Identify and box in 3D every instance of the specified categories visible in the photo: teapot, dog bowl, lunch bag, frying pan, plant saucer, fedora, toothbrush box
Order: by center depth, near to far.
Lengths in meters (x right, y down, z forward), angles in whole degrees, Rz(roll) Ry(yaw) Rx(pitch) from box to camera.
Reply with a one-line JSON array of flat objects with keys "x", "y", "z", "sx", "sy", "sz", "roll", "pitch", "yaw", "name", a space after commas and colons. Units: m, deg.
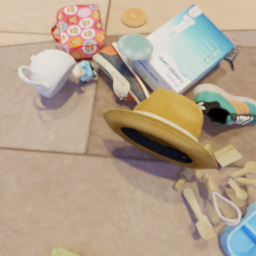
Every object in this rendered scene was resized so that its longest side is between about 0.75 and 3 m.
[{"x": 2.895, "y": 2.428, "z": 6.465, "sx": 1.613, "sy": 0.400, "sz": 0.899, "roll": -43, "pitch": 77, "yaw": 2, "name": "dog bowl"}, {"x": 0.878, "y": -0.046, "z": 6.560, "sx": 3.001, "sy": 3.001, "sz": 1.224, "roll": 22, "pitch": 78, "yaw": 11, "name": "fedora"}, {"x": 0.197, "y": -2.210, "z": 7.395, "sx": 0.991, "sy": 0.191, "sz": 0.991, "roll": 4, "pitch": 58, "yaw": -6, "name": "plant saucer"}, {"x": -2.281, "y": -1.641, "z": 7.892, "sx": 1.083, "sy": 1.483, "sz": 1.463, "roll": 35, "pitch": 79, "yaw": -9, "name": "teapot"}, {"x": 1.603, "y": -2.232, "z": 8.560, "sx": 2.545, "sy": 1.085, "sz": 1.863, "roll": -40, "pitch": 83, "yaw": -17, "name": "toothbrush box"}, {"x": 3.328, "y": -2.336, "z": 9.307, "sx": 0.545, "sy": 0.147, "sz": 0.902, "roll": 11, "pitch": 81, "yaw": 30, "name": "frying pan"}, {"x": -1.690, "y": -3.208, "z": 9.390, "sx": 1.769, "sy": 0.823, "sz": 2.008, "roll": -8, "pitch": 64, "yaw": -4, "name": "lunch bag"}, {"x": 0.212, "y": -4.043, "z": 10.184, "sx": 0.961, "sy": 0.155, "sz": 0.961, "roll": 0, "pitch": 64, "yaw": -1, "name": "plant saucer"}]

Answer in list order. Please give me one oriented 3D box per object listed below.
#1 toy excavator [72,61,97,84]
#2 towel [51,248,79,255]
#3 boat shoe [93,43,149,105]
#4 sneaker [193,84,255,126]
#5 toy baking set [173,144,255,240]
[{"x": -1.394, "y": -1.714, "z": 8.400, "sx": 0.505, "sy": 1.010, "sz": 0.983, "roll": -29, "pitch": 58, "yaw": 15, "name": "toy excavator"}, {"x": -1.199, "y": 3.546, "z": 6.366, "sx": 1.618, "sy": 0.295, "sz": 1.200, "roll": 18, "pitch": 64, "yaw": 10, "name": "towel"}, {"x": -0.102, "y": -1.326, "z": 8.385, "sx": 0.869, "sy": 0.989, "sz": 2.777, "roll": -30, "pitch": 72, "yaw": -2, "name": "boat shoe"}, {"x": 2.767, "y": -0.384, "z": 7.666, "sx": 2.302, "sy": 0.821, "sz": 0.920, "roll": 16, "pitch": 61, "yaw": -20, "name": "sneaker"}, {"x": 2.156, "y": 1.375, "z": 6.956, "sx": 2.571, "sy": 0.299, "sz": 1.973, "roll": -43, "pitch": 41, "yaw": -19, "name": "toy baking set"}]
